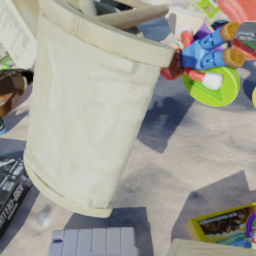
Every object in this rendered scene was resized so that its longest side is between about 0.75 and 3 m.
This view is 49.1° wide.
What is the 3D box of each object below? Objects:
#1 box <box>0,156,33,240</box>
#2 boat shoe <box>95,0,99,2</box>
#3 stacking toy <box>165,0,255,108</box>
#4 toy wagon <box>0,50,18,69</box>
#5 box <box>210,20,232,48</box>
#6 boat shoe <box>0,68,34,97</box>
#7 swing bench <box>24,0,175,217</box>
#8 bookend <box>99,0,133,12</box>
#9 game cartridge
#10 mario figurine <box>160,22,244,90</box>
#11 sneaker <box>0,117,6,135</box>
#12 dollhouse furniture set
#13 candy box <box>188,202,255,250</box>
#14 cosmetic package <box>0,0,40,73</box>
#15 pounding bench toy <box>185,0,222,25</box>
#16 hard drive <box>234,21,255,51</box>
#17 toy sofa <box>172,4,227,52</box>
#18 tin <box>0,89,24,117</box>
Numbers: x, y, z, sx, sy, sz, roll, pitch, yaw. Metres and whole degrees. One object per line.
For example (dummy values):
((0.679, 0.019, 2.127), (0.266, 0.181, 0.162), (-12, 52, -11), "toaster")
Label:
((-3.343, 1.586, 5.607), (1.996, 0.630, 2.531), (5, 38, 7), "box")
((-0.896, -3.285, 6.632), (0.339, 0.972, 0.346), (35, 51, 23), "boat shoe")
((2.371, -1.647, 5.502), (2.706, 2.989, 1.263), (13, 52, 42), "stacking toy")
((-4.988, -2.774, 11.384), (2.359, 0.467, 1.830), (11, 39, 15), "toy wagon")
((3.972, -4.191, 12.775), (1.734, 0.995, 1.145), (-19, 40, -25), "box")
((-1.731, -0.719, 4.250), (0.388, 0.388, 1.050), (7, 26, 4), "boat shoe")
((-0.557, -0.592, 4.269), (1.703, 2.612, 2.626), (18, 33, -3), "swing bench")
((-0.172, -4.256, 8.744), (1.215, 2.637, 2.621), (37, 60, -14), "bookend")
((-0.563, 2.740, 4.324), (1.605, 0.475, 2.477), (2, 38, -4), "game cartridge")
((1.260, -1.281, 4.953), (1.700, 0.901, 1.049), (0, 61, 56), "mario figurine")
((-4.186, -0.006, 7.659), (1.545, 0.640, 0.548), (-15, 39, -19), "sneaker")
((2.176, 2.499, 3.881), (2.840, 2.002, 1.990), (-10, 26, 40), "dollhouse furniture set")
((2.537, 2.026, 5.302), (2.465, 0.326, 1.260), (-10, 41, -12), "candy box")
((-1.914, -1.955, 4.955), (0.663, 0.981, 1.864), (-32, 90, -42), "cosmetic package")
((2.794, -4.321, 9.870), (1.480, 0.919, 1.154), (-49, 12, -5), "pounding bench toy")
((2.255, -0.933, 3.699), (1.496, 0.283, 1.045), (24, 16, -14), "hard drive")
((2.061, -2.572, 8.020), (0.675, 1.630, 0.796), (-13, 41, 52), "toy sofa")
((-4.329, -1.032, 9.149), (1.347, 0.504, 2.405), (7, 38, 3), "tin")
